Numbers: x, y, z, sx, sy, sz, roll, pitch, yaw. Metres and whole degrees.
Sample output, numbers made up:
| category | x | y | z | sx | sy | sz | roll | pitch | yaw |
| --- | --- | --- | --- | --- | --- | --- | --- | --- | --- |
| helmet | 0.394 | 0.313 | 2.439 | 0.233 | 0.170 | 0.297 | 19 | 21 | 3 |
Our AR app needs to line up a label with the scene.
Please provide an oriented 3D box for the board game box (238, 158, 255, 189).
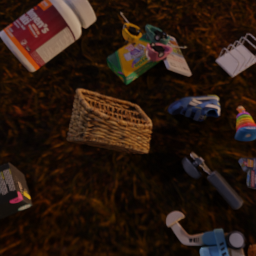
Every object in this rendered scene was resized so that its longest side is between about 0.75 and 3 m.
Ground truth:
| category | x | y | z | sx | sy | sz | roll | pitch | yaw |
| --- | --- | --- | --- | --- | --- | --- | --- | --- | --- |
| board game box | 4.630 | 1.594 | 10.020 | 1.313 | 0.405 | 1.313 | 13 | 66 | 7 |

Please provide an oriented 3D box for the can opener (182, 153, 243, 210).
| category | x | y | z | sx | sy | sz | roll | pitch | yaw |
| --- | --- | --- | --- | --- | --- | --- | --- | --- | --- |
| can opener | 2.899 | 1.903 | 9.883 | 0.811 | 0.647 | 2.426 | -45 | 70 | 16 |

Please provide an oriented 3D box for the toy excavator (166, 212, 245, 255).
| category | x | y | z | sx | sy | sz | roll | pitch | yaw |
| --- | --- | --- | --- | --- | --- | --- | --- | --- | --- |
| toy excavator | 2.434 | 3.647 | 8.807 | 2.227 | 1.112 | 2.165 | -10 | 64 | 5 |

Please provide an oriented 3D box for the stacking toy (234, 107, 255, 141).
| category | x | y | z | sx | sy | sz | roll | pitch | yaw |
| --- | --- | --- | --- | --- | --- | --- | --- | --- | --- |
| stacking toy | 4.476 | -0.279 | 10.792 | 0.839 | 0.794 | 1.446 | 0 | 53 | 3 |

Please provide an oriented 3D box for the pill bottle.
| category | x | y | z | sx | sy | sz | roll | pitch | yaw |
| --- | --- | --- | --- | --- | --- | --- | --- | --- | --- |
| pill bottle | -2.280 | -2.898 | 8.184 | 2.514 | 1.377 | 1.377 | -39 | 71 | -5 |

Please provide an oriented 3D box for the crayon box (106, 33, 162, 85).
| category | x | y | z | sx | sy | sz | roll | pitch | yaw |
| --- | --- | --- | --- | --- | --- | --- | --- | --- | --- |
| crayon box | 0.325 | -2.966 | 11.983 | 2.166 | 0.631 | 1.286 | -37 | 71 | -16 |

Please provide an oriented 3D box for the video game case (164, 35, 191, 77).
| category | x | y | z | sx | sy | sz | roll | pitch | yaw |
| --- | --- | --- | --- | --- | --- | --- | --- | --- | --- |
| video game case | 1.823 | -3.176 | 11.844 | 1.489 | 0.187 | 2.079 | 6 | 57 | -43 |

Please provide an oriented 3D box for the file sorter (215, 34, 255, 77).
| category | x | y | z | sx | sy | sz | roll | pitch | yaw |
| --- | --- | --- | --- | --- | --- | --- | --- | --- | --- |
| file sorter | 4.765 | -3.121 | 11.892 | 1.530 | 0.953 | 1.061 | -32 | 70 | -14 |

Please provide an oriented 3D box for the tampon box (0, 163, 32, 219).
| category | x | y | z | sx | sy | sz | roll | pitch | yaw |
| --- | --- | --- | --- | --- | --- | --- | --- | --- | --- |
| tampon box | -4.413 | 2.252 | 9.109 | 1.982 | 1.486 | 1.251 | -22 | 67 | -10 |

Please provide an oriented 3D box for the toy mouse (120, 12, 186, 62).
| category | x | y | z | sx | sy | sz | roll | pitch | yaw |
| --- | --- | --- | --- | --- | --- | --- | --- | --- | --- |
| toy mouse | 0.873 | -2.790 | 9.376 | 2.238 | 0.487 | 2.518 | 8 | 44 | -21 |

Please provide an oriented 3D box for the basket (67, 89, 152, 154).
| category | x | y | z | sx | sy | sz | roll | pitch | yaw |
| --- | --- | --- | --- | --- | --- | --- | --- | --- | --- |
| basket | -0.359 | -0.206 | 7.000 | 1.954 | 1.394 | 1.455 | 15 | 80 | -28 |

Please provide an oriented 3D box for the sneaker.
| category | x | y | z | sx | sy | sz | roll | pitch | yaw |
| --- | --- | --- | --- | --- | --- | --- | --- | --- | --- |
| sneaker | 2.601 | -0.711 | 10.895 | 2.089 | 0.773 | 0.859 | -7 | 68 | -2 |

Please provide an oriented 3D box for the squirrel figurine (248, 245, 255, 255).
| category | x | y | z | sx | sy | sz | roll | pitch | yaw |
| --- | --- | --- | --- | --- | --- | --- | --- | --- | --- |
| squirrel figurine | 4.139 | 4.231 | 8.730 | 1.029 | 0.780 | 1.103 | -20 | 52 | 2 |
